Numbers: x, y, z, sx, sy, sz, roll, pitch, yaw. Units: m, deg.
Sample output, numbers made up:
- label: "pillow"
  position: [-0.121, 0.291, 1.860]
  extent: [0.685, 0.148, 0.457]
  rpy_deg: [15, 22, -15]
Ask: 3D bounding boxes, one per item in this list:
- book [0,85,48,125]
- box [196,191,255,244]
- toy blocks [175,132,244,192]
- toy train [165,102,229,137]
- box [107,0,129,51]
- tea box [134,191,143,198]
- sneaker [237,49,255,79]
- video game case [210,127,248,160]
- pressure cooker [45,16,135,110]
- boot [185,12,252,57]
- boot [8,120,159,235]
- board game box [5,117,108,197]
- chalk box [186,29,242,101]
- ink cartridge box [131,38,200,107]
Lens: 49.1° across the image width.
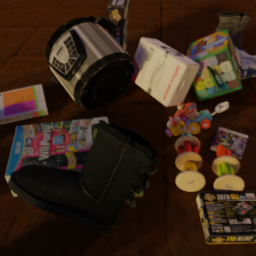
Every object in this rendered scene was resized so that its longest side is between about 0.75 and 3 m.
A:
- label: "book"
  position: [-3.930, -0.773, 9.771]
  extent: [2.029, 0.488, 1.355]
  rpy_deg: [-13, 46, -14]
- label: "box"
  position: [2.465, 2.062, 6.554]
  extent: [1.485, 0.366, 1.186]
  rpy_deg: [-1, 39, -1]
- label: "toy blocks"
  position: [2.149, 0.797, 7.724]
  extent: [1.694, 0.738, 2.033]
  rpy_deg: [5, 38, 5]
- label: "toy train"
  position: [1.869, -0.464, 8.513]
  extent: [1.649, 0.611, 2.196]
  rpy_deg: [-44, 14, -20]
- label: "box"
  position: [-0.399, -4.111, 11.789]
  extent: [0.699, 2.793, 2.814]
  rpy_deg: [4, 41, 1]
- label: "tea box"
  position: [0.076, 1.225, 7.164]
  extent: [0.554, 0.816, 0.830]
  rpy_deg: [-4, 41, -4]
- label: "sneaker"
  position: [4.987, -2.345, 11.305]
  extent: [2.844, 1.070, 1.253]
  rpy_deg: [18, 55, 30]
- label: "video game case"
  position: [3.097, 0.454, 8.544]
  extent: [0.913, 0.180, 1.008]
  rpy_deg: [20, 45, 21]
- label: "pressure cooker"
  position: [-1.447, -2.290, 9.623]
  extent: [2.434, 2.472, 2.767]
  rpy_deg: [-29, 67, -22]
- label: "boot"
  position: [3.945, -4.125, 12.456]
  extent: [2.999, 1.974, 1.046]
  rpy_deg: [-18, 45, -19]
- label: "boot"
  position: [-0.862, 0.861, 5.980]
  extent: [2.718, 2.227, 1.006]
  rpy_deg: [28, 14, -8]
- label: "board game box"
  position: [-1.764, 0.724, 7.737]
  extent: [2.658, 0.854, 1.961]
  rpy_deg: [-6, 41, -7]
- label: "chalk box"
  position: [3.066, -2.140, 10.072]
  extent: [1.592, 1.603, 2.568]
  rpy_deg: [-16, 31, 32]
- label: "ink cartridge box"
  position: [1.164, -1.946, 9.703]
  extent: [0.907, 1.556, 2.150]
  rpy_deg: [-10, 42, -44]
